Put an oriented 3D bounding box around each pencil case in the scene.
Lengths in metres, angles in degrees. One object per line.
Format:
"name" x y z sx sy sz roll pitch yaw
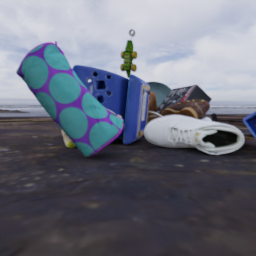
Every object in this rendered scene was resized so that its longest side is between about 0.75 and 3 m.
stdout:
"pencil case" -1.243 -0.632 6.202 1.197 2.591 1.103 -40 -1 -20

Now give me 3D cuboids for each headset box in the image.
"headset box" 2.207 -0.765 11.991 0.991 1.910 2.566 39 -8 -15

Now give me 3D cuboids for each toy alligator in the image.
"toy alligator" 0.002 -2.182 8.236 0.472 1.425 0.342 6 11 23

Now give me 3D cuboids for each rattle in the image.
"rattle" -1.514 0.077 7.900 0.770 0.702 1.078 -19 33 -23

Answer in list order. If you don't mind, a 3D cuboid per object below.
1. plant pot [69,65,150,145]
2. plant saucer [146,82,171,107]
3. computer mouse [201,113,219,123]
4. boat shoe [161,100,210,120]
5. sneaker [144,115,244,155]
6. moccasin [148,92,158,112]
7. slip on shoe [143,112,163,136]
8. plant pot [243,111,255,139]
"plant pot" -0.485 -0.671 9.065 2.137 2.377 2.376 6 5 12
"plant saucer" 1.209 -1.314 15.273 2.803 2.803 0.540 0 32 -3
"computer mouse" 3.730 -0.172 12.797 1.718 0.942 0.377 -11 -11 -42
"boat shoe" 1.990 -0.528 9.813 0.796 0.797 2.263 -37 14 -17
"sneaker" 1.559 0.132 7.008 2.505 0.923 1.448 2 1 12
"moccasin" 1.108 -0.889 14.091 1.057 1.116 2.891 46 -11 28
"slip on shoe" 0.538 -0.094 11.217 2.585 0.983 0.783 -5 -11 40
"plant pot" 3.359 -0.141 6.414 0.782 0.870 0.870 -27 -10 -33
